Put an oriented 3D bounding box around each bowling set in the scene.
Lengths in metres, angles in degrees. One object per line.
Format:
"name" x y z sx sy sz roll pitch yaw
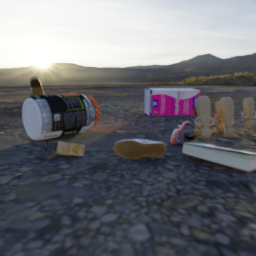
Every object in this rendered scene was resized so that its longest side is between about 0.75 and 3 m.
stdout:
"bowling set" 3.293 -0.305 10.526 2.697 1.448 1.877 -1 -6 -19

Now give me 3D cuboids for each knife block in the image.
"knife block" -1.803 0.577 7.854 0.981 0.314 0.861 11 -9 -25

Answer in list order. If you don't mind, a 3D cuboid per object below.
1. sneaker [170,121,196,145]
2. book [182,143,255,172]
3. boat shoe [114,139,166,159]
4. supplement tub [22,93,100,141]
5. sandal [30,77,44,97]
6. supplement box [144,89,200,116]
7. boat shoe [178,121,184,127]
"sneaker" 1.949 0.259 9.267 0.644 0.606 1.574 22 28 25
"book" 2.450 0.686 7.204 1.740 0.418 1.163 10 4 42
"boat shoe" 0.289 0.557 7.697 1.447 0.512 0.502 5 9 -14
"supplement tub" -2.341 -0.462 10.070 2.479 1.519 1.519 -11 16 -42
"sandal" -5.185 -2.186 15.943 0.800 2.182 0.718 -2 52 -13
"supplement box" 2.335 -1.416 15.142 2.715 1.374 1.403 -2 12 -8
"boat shoe" 2.273 -0.077 11.029 0.374 0.305 1.012 26 5 -11
